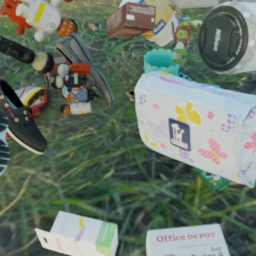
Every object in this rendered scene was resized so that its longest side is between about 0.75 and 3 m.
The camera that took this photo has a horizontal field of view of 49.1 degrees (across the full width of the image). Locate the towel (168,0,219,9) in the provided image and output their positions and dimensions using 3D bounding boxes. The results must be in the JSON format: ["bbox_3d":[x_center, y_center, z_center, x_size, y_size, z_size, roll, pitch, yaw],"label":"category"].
[{"bbox_3d":[1.968,-5.178,10.055,2.641,1.750,0.455,12,39,32],"label":"towel"}]

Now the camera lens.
[{"bbox_3d":[2.770,-2.119,6.638,1.942,1.553,1.553,-13,45,-29],"label":"camera lens"}]

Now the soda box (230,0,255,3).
[{"bbox_3d":[3.699,-3.996,9.212,0.548,1.727,0.589,3,67,-20],"label":"soda box"}]

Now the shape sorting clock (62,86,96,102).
[{"bbox_3d":[-1.769,-1.539,11.115,1.646,0.323,1.646,0,45,0],"label":"shape sorting clock"}]

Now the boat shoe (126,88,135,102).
[{"bbox_3d":[0.131,-1.374,10.977,0.283,0.284,0.767,-16,47,-16],"label":"boat shoe"}]

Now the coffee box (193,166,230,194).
[{"bbox_3d":[2.444,1.399,8.258,0.603,0.215,0.980,-21,49,-20],"label":"coffee box"}]

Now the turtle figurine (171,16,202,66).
[{"bbox_3d":[1.666,-2.240,7.210,1.301,0.936,1.261,32,68,-23],"label":"turtle figurine"}]

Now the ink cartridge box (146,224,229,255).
[{"bbox_3d":[1.338,3.324,5.778,1.682,1.013,2.315,-3,44,-2],"label":"ink cartridge box"}]

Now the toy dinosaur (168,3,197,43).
[{"bbox_3d":[1.680,-3.111,8.523,0.495,1.700,0.859,-35,58,1],"label":"toy dinosaur"}]

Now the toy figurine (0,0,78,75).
[{"bbox_3d":[-2.834,-3.486,9.081,1.945,2.752,2.796,21,50,-38],"label":"toy figurine"}]

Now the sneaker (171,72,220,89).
[{"bbox_3d":[2.039,-1.460,10.458,2.878,1.146,1.115,4,45,3],"label":"sneaker"}]

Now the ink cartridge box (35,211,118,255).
[{"bbox_3d":[-1.162,2.536,6.538,1.754,1.027,0.591,10,44,9],"label":"ink cartridge box"}]

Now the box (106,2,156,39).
[{"bbox_3d":[0.020,-2.692,7.152,0.770,0.576,1.537,-1,9,-23],"label":"box"}]

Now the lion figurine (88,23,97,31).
[{"bbox_3d":[-1.911,-5.459,15.072,0.469,0.277,0.766,4,41,-6],"label":"lion figurine"}]

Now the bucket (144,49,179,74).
[{"bbox_3d":[1.370,-2.480,11.581,1.535,0.999,1.535,0,45,0],"label":"bucket"}]

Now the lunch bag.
[{"bbox_3d":[1.524,-0.010,5.780,2.295,2.707,1.721,22,80,35],"label":"lunch bag"}]

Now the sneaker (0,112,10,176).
[{"bbox_3d":[-2.416,0.506,4.596,0.763,0.882,1.953,22,26,-24],"label":"sneaker"}]

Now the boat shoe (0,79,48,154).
[{"bbox_3d":[-2.454,-0.245,6.297,0.601,0.702,1.919,-40,88,9],"label":"boat shoe"}]

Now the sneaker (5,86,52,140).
[{"bbox_3d":[-4.024,-0.553,9.746,1.181,1.119,2.875,17,40,27],"label":"sneaker"}]

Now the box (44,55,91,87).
[{"bbox_3d":[-2.510,-2.465,11.575,1.954,0.978,0.732,-15,47,-14],"label":"box"}]

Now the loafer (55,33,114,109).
[{"bbox_3d":[-1.135,-1.351,7.257,0.661,2.101,0.755,-36,14,-28],"label":"loafer"}]

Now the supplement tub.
[{"bbox_3d":[0.842,-4.088,10.093,2.040,1.476,1.476,35,39,-25],"label":"supplement tub"}]

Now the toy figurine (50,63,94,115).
[{"bbox_3d":[-1.281,-0.901,6.574,0.790,1.118,1.136,-4,33,2],"label":"toy figurine"}]
